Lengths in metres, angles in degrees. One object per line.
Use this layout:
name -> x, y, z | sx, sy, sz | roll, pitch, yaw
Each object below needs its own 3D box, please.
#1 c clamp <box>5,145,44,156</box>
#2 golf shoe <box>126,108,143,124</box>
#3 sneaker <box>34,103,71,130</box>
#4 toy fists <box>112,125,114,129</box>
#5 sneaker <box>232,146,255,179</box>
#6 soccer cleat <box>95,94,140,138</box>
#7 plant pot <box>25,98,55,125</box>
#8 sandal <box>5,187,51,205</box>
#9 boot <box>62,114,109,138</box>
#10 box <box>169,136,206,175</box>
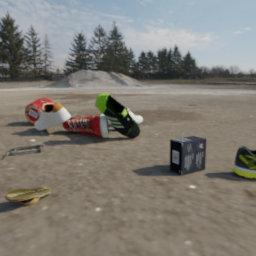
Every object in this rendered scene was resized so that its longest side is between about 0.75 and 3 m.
c clamp -> -3.838, 0.861, 10.484 | 1.477, 0.200, 1.262 | -8, 9, -28
golf shoe -> 0.132, -0.653, 15.935 | 0.790, 0.981, 2.018 | 6, 11, 39
sneaker -> -3.970, -0.661, 13.964 | 2.700, 1.143, 0.983 | -15, 24, 41
toy fists -> -0.161, -0.103, 14.555 | 1.322, 0.455, 0.674 | -2, 19, -16
sneaker -> 4.103, 0.989, 7.875 | 2.172, 0.919, 0.809 | 2, 13, 12
soccer cleat -> -0.300, -0.432, 11.969 | 2.674, 0.903, 1.084 | 43, -25, -27
plant pot -> -5.070, -0.895, 16.099 | 1.464, 1.464, 1.333 | 4, 21, 20
sandal -> -2.278, 1.604, 6.493 | 0.480, 0.323, 1.195 | 13, 1, 28
boot -> -2.004, -0.080, 13.064 | 2.115, 1.061, 2.931 | -3, 4, -11
box -> 1.825, 0.818, 8.546 | 1.007, 0.990, 0.591 | -6, 12, -30
